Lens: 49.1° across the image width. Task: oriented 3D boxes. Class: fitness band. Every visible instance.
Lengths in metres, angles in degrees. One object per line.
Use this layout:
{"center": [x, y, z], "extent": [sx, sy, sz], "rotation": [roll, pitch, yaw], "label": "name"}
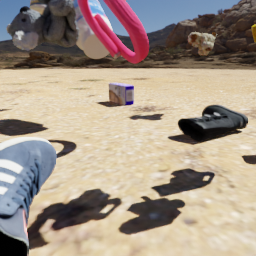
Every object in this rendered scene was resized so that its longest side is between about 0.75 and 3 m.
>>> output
{"center": [-0.423, -2.663, 7.119], "extent": [0.451, 2.410, 1.731], "rotation": [-41, 4, -16], "label": "fitness band"}

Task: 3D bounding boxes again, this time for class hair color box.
{"center": [-0.342, -1.604, 13.041], "extent": [0.514, 0.868, 1.587], "rotation": [-9, 16, -28], "label": "hair color box"}

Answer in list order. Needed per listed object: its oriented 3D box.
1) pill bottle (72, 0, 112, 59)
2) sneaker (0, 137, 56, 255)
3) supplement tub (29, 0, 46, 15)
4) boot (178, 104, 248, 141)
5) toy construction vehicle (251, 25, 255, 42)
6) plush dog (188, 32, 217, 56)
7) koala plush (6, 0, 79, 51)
{"center": [-1.273, -3.404, 9.487], "extent": [1.308, 1.308, 2.331], "rotation": [-6, 50, -21], "label": "pill bottle"}
{"center": [-1.390, 0.952, 3.110], "extent": [1.191, 1.056, 2.818], "rotation": [8, 24, 17], "label": "sneaker"}
{"center": [-2.751, -4.348, 9.329], "extent": [0.905, 1.251, 0.905], "rotation": [5, -4, 0], "label": "supplement tub"}
{"center": [2.233, -0.183, 8.221], "extent": [1.974, 0.648, 1.627], "rotation": [-14, 18, -31], "label": "boot"}
{"center": [2.488, -2.307, 5.121], "extent": [0.816, 2.018, 2.318], "rotation": [-9, 20, 40], "label": "toy construction vehicle"}
{"center": [2.774, -3.374, 10.754], "extent": [0.960, 0.897, 1.118], "rotation": [19, 4, 3], "label": "plush dog"}
{"center": [-2.097, -2.412, 6.707], "extent": [1.546, 1.421, 1.371], "rotation": [-28, 48, -17], "label": "koala plush"}
